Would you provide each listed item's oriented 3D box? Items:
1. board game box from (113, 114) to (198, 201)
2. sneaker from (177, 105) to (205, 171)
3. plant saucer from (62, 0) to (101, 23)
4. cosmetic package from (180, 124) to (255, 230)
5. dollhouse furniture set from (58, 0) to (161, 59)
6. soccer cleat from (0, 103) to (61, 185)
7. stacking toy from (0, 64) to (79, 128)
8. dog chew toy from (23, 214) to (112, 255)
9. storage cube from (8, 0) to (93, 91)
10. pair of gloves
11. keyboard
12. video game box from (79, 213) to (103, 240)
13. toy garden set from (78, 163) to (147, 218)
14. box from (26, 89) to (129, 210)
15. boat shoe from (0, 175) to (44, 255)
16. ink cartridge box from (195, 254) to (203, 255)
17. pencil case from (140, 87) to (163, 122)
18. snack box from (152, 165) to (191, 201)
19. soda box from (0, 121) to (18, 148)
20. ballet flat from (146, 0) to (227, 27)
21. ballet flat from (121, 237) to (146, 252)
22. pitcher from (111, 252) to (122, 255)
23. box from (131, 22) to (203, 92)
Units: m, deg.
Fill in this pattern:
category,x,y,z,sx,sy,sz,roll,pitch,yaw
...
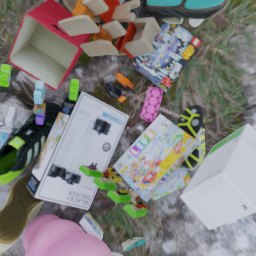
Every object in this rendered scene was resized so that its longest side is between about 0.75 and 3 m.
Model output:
category,x,y,z,sx,sy,sz,roll,pitch,yaw
board game box,0.675,0.734,7.295,1.939,0.332,1.303,-48,52,-2
sneaker,1.753,0.267,7.593,0.700,0.709,1.856,-1,67,33
plant saucer,-0.796,-4.078,8.023,2.335,0.344,2.335,0,85,-1
cosmetic package,2.377,1.043,6.482,1.025,2.417,1.300,49,131,4
dollhouse furniture set,-0.355,-2.677,6.505,1.254,2.408,2.434,5,68,36
soccer cleat,-2.578,0.339,7.174,0.870,1.045,2.578,34,71,2
stacking toy,-2.114,-0.618,6.788,1.649,2.186,0.514,9,54,-11
dog chew toy,-1.556,2.969,6.508,2.780,1.731,1.731,23,85,46
storage cube,-1.846,-2.047,6.862,1.333,1.402,1.560,32,127,-13
pair of gloves,-0.214,-1.107,7.688,0.700,0.097,0.785,42,58,-1
keyboard,-0.282,-3.478,7.826,0.992,0.378,1.907,19,81,8
video game box,-0.937,2.603,7.308,0.179,0.763,0.695,-37,87,-3
toy garden set,-0.175,1.356,6.449,1.648,1.374,0.329,36,91,24
box,-1.238,0.564,7.075,1.556,0.802,2.668,28,85,-36
boat shoe,-2.613,1.983,6.750,0.845,2.317,0.729,30,113,-12
ink cartridge box,1.384,3.748,7.086,1.418,1.036,0.598,-8,85,-2
pencil case,0.629,-0.647,7.733,0.446,0.432,0.952,17,85,-29
snack box,1.024,1.329,7.595,1.170,0.310,0.832,-27,85,2
soda box,-3.683,0.700,7.546,0.616,0.572,1.801,27,87,2
ballet flat,1.455,-2.971,7.045,2.084,0.713,0.709,17,65,32
ballet flat,0.148,3.009,7.396,0.241,0.773,0.261,40,118,37
pitcher,-0.566,3.623,7.104,1.041,0.631,0.893,-4,62,24
box,1.081,-2.040,7.681,1.215,0.354,1.774,36,75,0
